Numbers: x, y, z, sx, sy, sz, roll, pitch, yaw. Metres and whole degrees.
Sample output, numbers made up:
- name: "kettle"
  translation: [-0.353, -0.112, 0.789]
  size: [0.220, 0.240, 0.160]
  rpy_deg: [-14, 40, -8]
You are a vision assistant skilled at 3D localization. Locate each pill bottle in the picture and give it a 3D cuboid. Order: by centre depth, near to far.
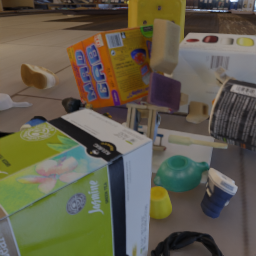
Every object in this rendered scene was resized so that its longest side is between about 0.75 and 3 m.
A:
- name: "pill bottle"
  translation: [3.259, -0.060, 5.927]
  size: [2.725, 1.447, 1.447]
  rpy_deg: [20, 34, 29]

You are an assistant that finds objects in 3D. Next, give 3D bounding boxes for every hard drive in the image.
- name: "hard drive"
  translation: [0.772, 0.518, 6.898]
  size: [2.450, 0.327, 1.616]
  rpy_deg: [9, 31, 18]

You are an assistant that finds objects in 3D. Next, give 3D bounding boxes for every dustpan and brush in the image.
- name: "dustpan and brush"
  translation: [-4.137, -0.839, 9.493]
  size: [1.669, 0.478, 1.165]
  rpy_deg: [-10, 28, -4]

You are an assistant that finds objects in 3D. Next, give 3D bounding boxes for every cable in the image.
- name: "cable"
  translation: [0.900, 1.985, 4.273]
  size: [1.135, 0.288, 0.926]
  rpy_deg: [-24, 31, -34]

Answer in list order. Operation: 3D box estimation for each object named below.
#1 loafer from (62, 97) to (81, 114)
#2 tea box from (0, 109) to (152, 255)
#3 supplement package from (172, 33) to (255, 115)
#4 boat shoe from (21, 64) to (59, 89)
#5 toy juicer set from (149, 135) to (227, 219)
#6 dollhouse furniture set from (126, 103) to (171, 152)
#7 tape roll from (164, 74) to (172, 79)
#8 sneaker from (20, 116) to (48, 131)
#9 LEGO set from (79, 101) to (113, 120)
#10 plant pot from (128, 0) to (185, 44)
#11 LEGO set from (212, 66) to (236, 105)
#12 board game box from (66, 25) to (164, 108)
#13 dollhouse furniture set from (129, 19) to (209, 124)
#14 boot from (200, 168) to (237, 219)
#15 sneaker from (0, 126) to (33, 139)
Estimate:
- name: "loafer"
  translation: [-1.735, -0.653, 8.377]
  size: [0.556, 0.559, 1.537]
  rpy_deg: [23, -4, -5]
- name: "tea box"
  translation: [-0.903, 1.178, 3.711]
  size: [2.110, 2.145, 1.433]
  rpy_deg: [-24, 36, -38]
- name: "supplement package"
  translation: [3.103, -1.894, 9.562]
  size: [2.739, 2.106, 2.864]
  rpy_deg: [9, 30, 16]
- name: "boat shoe"
  translation: [-3.629, -2.079, 11.445]
  size: [0.808, 0.861, 2.335]
  rpy_deg: [-11, 30, -42]
- name: "toy juicer set"
  translation: [0.864, 0.835, 5.877]
  size: [2.246, 0.611, 1.429]
  rpy_deg: [-33, 39, -31]
- name: "dollhouse furniture set"
  translation: [0.525, -0.025, 6.842]
  size: [0.980, 0.985, 1.398]
  rpy_deg: [7, 2, 11]
- name: "tape roll"
  translation: [0.968, -2.364, 12.216]
  size: [2.727, 0.498, 2.727]
  rpy_deg: [0, 27, 0]
- name: "sneaker"
  translation: [-2.332, -0.047, 7.857]
  size: [1.192, 0.458, 0.663]
  rpy_deg: [2, 36, 18]
- name: "LEGO set"
  translation: [-0.964, -0.263, 7.900]
  size: [1.060, 0.798, 1.378]
  rpy_deg: [3, 28, 5]
- name: "plant pot"
  translation: [1.348, -4.769, 13.052]
  size: [2.804, 2.804, 2.473]
  rpy_deg: [2, 14, 2]
- name: "LEGO set"
  translation: [3.093, -0.257, 7.625]
  size: [1.054, 1.134, 2.763]
  rpy_deg: [-39, 67, -2]
- name: "board game box"
  translation: [-0.360, -1.927, 9.076]
  size: [2.068, 2.066, 2.067]
  rpy_deg: [-24, 15, -37]
- name: "dollhouse furniture set"
  translation: [1.105, -1.598, 8.662]
  size: [2.180, 2.752, 1.953]
  rpy_deg: [13, -14, -29]
- name: "boot"
  translation: [1.660, 1.218, 5.385]
  size: [0.554, 0.687, 1.522]
  rpy_deg: [31, 6, 17]
- name: "sneaker"
  translation: [-1.699, 0.677, 5.274]
  size: [2.850, 1.487, 0.856]
  rpy_deg: [-2, 19, -4]
